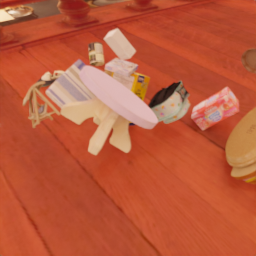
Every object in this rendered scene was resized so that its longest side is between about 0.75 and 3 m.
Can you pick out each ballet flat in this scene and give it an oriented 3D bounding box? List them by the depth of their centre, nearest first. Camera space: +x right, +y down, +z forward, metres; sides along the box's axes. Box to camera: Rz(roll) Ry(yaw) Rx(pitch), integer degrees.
[{"bbox_3d":[-3.752,-2.528,14.019,1.822,0.666,0.666,-12,42,-13],"label":"ballet flat"}]

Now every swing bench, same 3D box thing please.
[{"bbox_3d":[-2.753,-0.695,8.563,0.740,1.141,1.135,-27,5,-26],"label":"swing bench"}]

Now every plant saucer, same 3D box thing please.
[{"bbox_3d":[4.419,-2.339,9.702,0.965,0.965,0.177,31,59,31],"label":"plant saucer"}]

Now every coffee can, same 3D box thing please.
[{"bbox_3d":[-1.278,-2.937,11.186,0.580,0.580,0.793,-7,85,-1],"label":"coffee can"}]

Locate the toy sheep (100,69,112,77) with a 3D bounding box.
[{"bbox_3d":[-0.878,-2.019,11.828,0.779,1.130,0.779,7,48,-8],"label":"toy sheep"}]

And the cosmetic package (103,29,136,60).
[{"bbox_3d":[-0.283,-2.755,9.310,0.551,0.976,0.396,8,57,53],"label":"cosmetic package"}]

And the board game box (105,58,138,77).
[{"bbox_3d":[-0.232,-2.183,10.065,0.905,0.196,0.901,21,34,14],"label":"board game box"}]

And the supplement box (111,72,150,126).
[{"bbox_3d":[-0.112,-1.194,10.946,1.106,2.033,1.113,23,14,25],"label":"supplement box"}]

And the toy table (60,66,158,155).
[{"bbox_3d":[-0.640,-0.456,8.878,2.823,1.653,2.595,38,21,-8],"label":"toy table"}]

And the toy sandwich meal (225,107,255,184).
[{"bbox_3d":[4.282,0.381,8.874,1.003,2.928,2.928,37,44,-5],"label":"toy sandwich meal"}]

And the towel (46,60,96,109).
[{"bbox_3d":[-2.134,-1.608,12.004,1.877,0.304,2.556,44,50,-16],"label":"towel"}]

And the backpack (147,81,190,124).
[{"bbox_3d":[1.462,-0.835,10.307,1.355,1.182,1.541,-19,16,43],"label":"backpack"}]

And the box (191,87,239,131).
[{"bbox_3d":[3.407,-0.737,11.023,0.785,1.657,0.850,46,36,-14],"label":"box"}]
